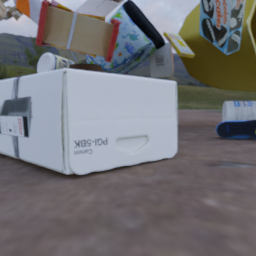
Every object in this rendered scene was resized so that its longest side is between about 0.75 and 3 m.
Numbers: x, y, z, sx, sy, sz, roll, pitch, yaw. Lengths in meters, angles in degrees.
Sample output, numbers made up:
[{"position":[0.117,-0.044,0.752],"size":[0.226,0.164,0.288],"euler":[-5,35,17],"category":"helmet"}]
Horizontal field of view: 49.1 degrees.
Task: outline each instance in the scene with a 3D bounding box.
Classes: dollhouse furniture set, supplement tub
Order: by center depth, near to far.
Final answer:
[{"position":[-0.767,-2.869,5.562],"size":[1.542,2.866,1.166],"euler":[12,18,-14],"category":"dollhouse furniture set"},{"position":[-4.117,-3.543,8.436],"size":[0.917,1.877,1.601],"euler":[-21,-44,14],"category":"dollhouse furniture set"},{"position":[4.065,-0.476,9.767],"size":[1.387,0.915,0.915],"euler":[1,5,8],"category":"supplement tub"},{"position":[-2.589,-2.153,10.527],"size":[0.986,0.986,1.360],"euler":[4,-3,40],"category":"supplement tub"},{"position":[-2.323,-3.584,11.569],"size":[1.237,1.889,0.948],"euler":[-20,20,12],"category":"dollhouse furniture set"}]

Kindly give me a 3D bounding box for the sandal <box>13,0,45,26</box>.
[{"position":[-2.290,-3.052,7.220],"size":[0.705,1.839,0.527],"euler":[-46,-10,29],"category":"sandal"}]

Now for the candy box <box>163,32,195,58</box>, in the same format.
[{"position":[1.491,-2.473,8.314],"size":[0.561,0.145,1.097],"euler":[-2,50,-29],"category":"candy box"}]

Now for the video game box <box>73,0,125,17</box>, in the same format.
[{"position":[-0.450,-3.454,7.227],"size":[2.653,0.621,2.417],"euler":[-37,22,10],"category":"video game box"}]

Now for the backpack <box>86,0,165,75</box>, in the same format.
[{"position":[-0.322,-2.943,10.061],"size":[2.587,2.110,1.989],"euler":[-37,2,25],"category":"backpack"}]

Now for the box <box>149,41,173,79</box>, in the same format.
[{"position":[1.381,-2.863,11.587],"size":[0.912,1.305,1.714],"euler":[-5,19,11],"category":"box"}]

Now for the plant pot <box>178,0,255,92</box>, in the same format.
[{"position":[3.257,-2.974,9.532],"size":[2.829,2.766,2.747],"euler":[1,-35,40],"category":"plant pot"}]

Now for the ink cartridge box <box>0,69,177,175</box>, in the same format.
[{"position":[-0.865,-0.168,4.387],"size":[1.993,1.125,2.716],"euler":[-3,5,-44],"category":"ink cartridge box"}]

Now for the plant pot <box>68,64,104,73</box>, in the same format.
[{"position":[-1.141,-0.765,7.584],"size":[1.708,1.828,1.708],"euler":[0,4,0],"category":"plant pot"}]

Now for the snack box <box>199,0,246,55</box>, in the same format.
[{"position":[2.234,-3.026,6.743],"size":[0.411,2.215,1.287],"euler":[-24,49,-8],"category":"snack box"}]

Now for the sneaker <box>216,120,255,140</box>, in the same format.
[{"position":[2.670,0.039,6.254],"size":[1.360,0.448,0.533],"euler":[2,1,22],"category":"sneaker"}]

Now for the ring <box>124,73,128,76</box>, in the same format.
[{"position":[-0.550,-3.374,13.058],"size":[0.232,2.420,2.420],"euler":[-6,7,-31],"category":"ring"}]
